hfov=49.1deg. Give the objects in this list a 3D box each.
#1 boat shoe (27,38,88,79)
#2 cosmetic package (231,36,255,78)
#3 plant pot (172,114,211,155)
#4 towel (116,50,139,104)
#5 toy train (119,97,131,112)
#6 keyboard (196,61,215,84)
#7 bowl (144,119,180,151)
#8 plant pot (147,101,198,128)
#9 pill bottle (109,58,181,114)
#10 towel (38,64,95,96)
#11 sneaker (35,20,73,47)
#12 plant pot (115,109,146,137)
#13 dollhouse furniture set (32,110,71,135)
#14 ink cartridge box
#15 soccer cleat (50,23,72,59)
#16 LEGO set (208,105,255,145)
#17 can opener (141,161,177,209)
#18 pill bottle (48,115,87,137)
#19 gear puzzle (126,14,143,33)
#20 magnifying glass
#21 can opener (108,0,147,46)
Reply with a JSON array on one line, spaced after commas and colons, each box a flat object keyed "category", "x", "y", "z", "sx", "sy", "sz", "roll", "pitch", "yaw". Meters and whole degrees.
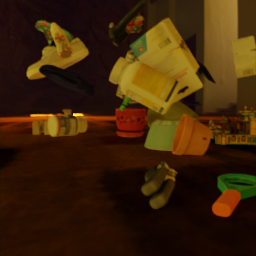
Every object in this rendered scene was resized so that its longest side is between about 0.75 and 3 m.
[{"category": "boat shoe", "x": -2.983, "y": -2.922, "z": 11.531, "sx": 2.833, "sy": 0.970, "sz": 1.020, "roll": -33, "pitch": 5, "yaw": -21}, {"category": "cosmetic package", "x": 4.954, "y": -3.013, "z": 11.846, "sx": 0.944, "sy": 1.858, "sz": 0.688, "roll": -9, "pitch": -40, "yaw": 21}, {"category": "plant pot", "x": 2.187, "y": 0.348, "z": 9.605, "sx": 0.988, "sy": 1.411, "sz": 1.411, "roll": 17, "pitch": 5, "yaw": 0}, {"category": "towel", "x": 0.979, "y": -2.647, "z": 13.816, "sx": 1.277, "sy": 2.471, "sz": 2.984, "roll": 38, "pitch": 42, "yaw": 28}, {"category": "toy train", "x": -0.103, "y": -1.097, "z": 12.283, "sx": 0.236, "sy": 0.837, "sz": 0.175, "roll": 33, "pitch": 2, "yaw": 24}, {"category": "keyboard", "x": 3.344, "y": -2.418, "z": 12.448, "sx": 1.515, "sy": 0.300, "sz": 0.789, "roll": 34, "pitch": 13, "yaw": -50}, {"category": "bowl", "x": 1.739, "y": 0.225, "z": 11.516, "sx": 2.157, "sy": 1.128, "sz": 2.157, "roll": -1, "pitch": 5, "yaw": 0}, {"category": "plant pot", "x": 2.834, "y": -0.598, "z": 16.743, "sx": 2.506, "sy": 2.345, "sz": 2.345, "roll": 22, "pitch": 19, "yaw": 41}, {"category": "pill bottle", "x": 0.546, "y": -1.487, "z": 9.568, "sx": 2.245, "sy": 1.257, "sz": 1.257, "roll": 29, "pitch": 6, "yaw": 1}, {"category": "towel", "x": -1.884, "y": -1.556, "z": 9.119, "sx": 1.382, "sy": 0.464, "sz": 1.871, "roll": 21, "pitch": -1, "yaw": 9}, {"category": "sneaker", "x": -2.532, "y": -3.037, "z": 9.196, "sx": 1.414, "sy": 0.675, "sz": 0.561, "roll": 26, "pitch": -2, "yaw": 16}, {"category": "plant pot", "x": 0.149, "y": -0.299, "z": 15.347, "sx": 1.668, "sy": 1.519, "sz": 1.668, "roll": -1, "pitch": 5, "yaw": 0}, {"category": "dollhouse furniture set", "x": -4.568, "y": -0.382, "z": 16.947, "sx": 2.133, "sy": 1.417, "sz": 1.869, "roll": 0, "pitch": 5, "yaw": -3}, {"category": "ink cartridge box", "x": 1.522, "y": -2.423, "z": 10.422, "sx": 1.550, "sy": 2.693, "sz": 0.914, "roll": -29, "pitch": 12, "yaw": 33}, {"category": "soccer cleat", "x": -2.051, "y": -2.653, "z": 8.648, "sx": 0.476, "sy": 0.532, "sz": 1.372, "roll": -20, "pitch": -19, "yaw": -6}, {"category": "LEGO set", "x": 4.907, "y": -0.224, "z": 13.147, "sx": 2.295, "sy": 1.729, "sz": 2.985, "roll": 1, "pitch": 5, "yaw": 15}, {"category": "can opener", "x": 0.603, "y": 1.103, "z": 5.528, "sx": 0.656, "sy": 0.520, "sz": 1.975, "roll": -35, "pitch": -4, "yaw": 12}, {"category": "pill bottle", "x": -3.364, "y": -0.148, "z": 15.698, "sx": 1.965, "sy": 1.175, "sz": 1.175, "roll": -3, "pitch": 6, "yaw": -39}, {"category": "gear puzzle", "x": 0.219, "y": -3.384, "z": 8.811, "sx": 0.505, "sy": 0.975, "sz": 0.128, "roll": 4, "pitch": -27, "yaw": 17}, {"category": "magnifying glass", "x": 2.006, "y": 1.188, "z": 5.264, "sx": 0.902, "sy": 0.254, "sz": 2.266, "roll": 3, "pitch": 6, "yaw": 31}, {"category": "can opener", "x": -0.027, "y": -2.675, "z": 6.975, "sx": 0.525, "sy": 1.336, "sz": 0.423, "roll": 32, "pitch": 30, "yaw": -25}]
